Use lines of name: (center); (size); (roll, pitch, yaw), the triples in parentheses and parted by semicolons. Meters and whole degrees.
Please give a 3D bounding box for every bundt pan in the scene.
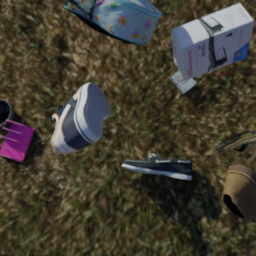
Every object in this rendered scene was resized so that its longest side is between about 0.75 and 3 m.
bundt pan: (-4.447, -0.458, 9.782); (1.024, 0.384, 1.024); (-3, 73, 9)

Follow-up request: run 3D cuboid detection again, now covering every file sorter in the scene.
file sorter: (-3.880, 0.429, 9.471); (0.843, 0.761, 1.213); (17, 80, 3)

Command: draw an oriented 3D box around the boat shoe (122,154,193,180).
boat shoe: (0.983, 1.220, 9.312); (2.357, 0.891, 0.711); (11, 80, -10)

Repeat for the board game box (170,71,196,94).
board game box: (1.987, -1.693, 10.142); (0.557, 0.243, 0.755); (-37, 82, -7)

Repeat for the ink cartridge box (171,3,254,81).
ink cartridge box: (2.270, -2.300, 7.728); (1.930, 1.396, 0.813); (-20, 59, 3)

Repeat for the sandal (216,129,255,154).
sandal: (3.076, 0.346, 7.033); (1.755, 0.705, 0.474); (-24, 96, 23)

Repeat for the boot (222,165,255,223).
boot: (2.429, 1.604, 5.553); (1.999, 0.736, 0.754); (46, 63, -27)

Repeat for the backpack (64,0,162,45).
backpack: (-0.207, -3.083, 7.068); (2.141, 1.882, 1.642); (44, 119, 16)

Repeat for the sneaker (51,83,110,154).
sneaker: (-1.139, -0.303, 6.709); (1.058, 2.665, 1.045); (-29, 107, 14)
